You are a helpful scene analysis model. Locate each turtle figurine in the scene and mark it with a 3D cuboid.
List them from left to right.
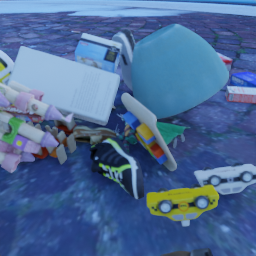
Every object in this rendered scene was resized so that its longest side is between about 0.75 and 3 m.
[{"bbox_3d":[-0.037,0.082,7.382,0.590,0.877,1.171,9,37,-13],"label":"turtle figurine"}]

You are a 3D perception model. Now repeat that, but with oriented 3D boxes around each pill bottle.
[{"bbox_3d":[-4.628,-0.968,7.961,1.628,1.628,2.896,16,48,25],"label":"pill bottle"}]

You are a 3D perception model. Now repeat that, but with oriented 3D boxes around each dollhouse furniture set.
[{"bbox_3d":[-1.941,0.273,7.293,1.418,0.730,1.403,14,44,24],"label":"dollhouse furniture set"}]

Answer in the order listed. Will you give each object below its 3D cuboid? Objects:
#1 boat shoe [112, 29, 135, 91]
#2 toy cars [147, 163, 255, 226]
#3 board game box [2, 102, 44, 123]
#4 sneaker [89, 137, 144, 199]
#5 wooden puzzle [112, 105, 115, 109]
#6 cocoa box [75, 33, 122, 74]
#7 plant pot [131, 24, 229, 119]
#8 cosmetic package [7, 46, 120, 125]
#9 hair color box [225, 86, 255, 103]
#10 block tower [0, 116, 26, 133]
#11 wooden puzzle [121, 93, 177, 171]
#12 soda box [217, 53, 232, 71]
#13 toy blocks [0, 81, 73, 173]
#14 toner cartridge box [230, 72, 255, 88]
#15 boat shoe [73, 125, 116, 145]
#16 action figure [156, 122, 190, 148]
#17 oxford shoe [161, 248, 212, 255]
[{"bbox_3d":[0.128,-2.403,10.098,0.830,2.248,0.768,7,41,46],"label":"boat shoe"},{"bbox_3d":[1.486,1.246,5.309,2.562,0.567,1.149,-15,10,-35],"label":"toy cars"},{"bbox_3d":[-3.721,-0.633,9.108,2.411,0.234,1.241,4,31,7],"label":"board game box"},{"bbox_3d":[-0.334,0.909,6.049,0.879,0.761,2.122,-15,25,-15],"label":"sneaker"},{"bbox_3d":[-0.987,-0.739,9.371,0.900,0.168,0.832,-11,31,-24],"label":"wooden puzzle"},{"bbox_3d":[-0.860,-2.054,8.059,1.162,0.775,0.762,16,65,0],"label":"cocoa box"},{"bbox_3d":[1.219,-1.868,8.357,2.907,1.958,2.907,-27,21,11],"label":"plant pot"},{"bbox_3d":[-1.753,-1.117,7.874,2.775,1.411,1.027,17,-8,-2],"label":"cosmetic package"},{"bbox_3d":[4.079,-1.168,9.908,1.118,0.357,0.620,7,31,8],"label":"hair color box"},{"bbox_3d":[-3.714,0.274,7.154,2.194,0.634,0.593,-15,33,-22],"label":"block tower"},{"bbox_3d":[0.393,0.137,6.481,0.379,1.637,1.516,-33,38,-8],"label":"wooden puzzle"},{"bbox_3d":[4.096,-3.186,13.202,0.607,0.550,1.733,-9,32,-16],"label":"soda box"},{"bbox_3d":[-2.300,0.149,5.888,1.659,1.842,1.971,27,9,-5],"label":"toy blocks"},{"bbox_3d":[4.878,-1.658,10.709,0.865,0.393,1.821,-13,32,-19],"label":"toner cartridge box"},{"bbox_3d":[-0.902,0.256,7.440,1.167,0.441,0.431,6,52,0],"label":"boat shoe"},{"bbox_3d":[0.711,0.074,7.650,1.010,0.467,1.709,-26,32,-35],"label":"action figure"},{"bbox_3d":[0.476,2.561,3.154,1.041,0.896,2.467,-10,25,20],"label":"oxford shoe"}]
